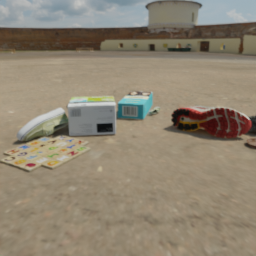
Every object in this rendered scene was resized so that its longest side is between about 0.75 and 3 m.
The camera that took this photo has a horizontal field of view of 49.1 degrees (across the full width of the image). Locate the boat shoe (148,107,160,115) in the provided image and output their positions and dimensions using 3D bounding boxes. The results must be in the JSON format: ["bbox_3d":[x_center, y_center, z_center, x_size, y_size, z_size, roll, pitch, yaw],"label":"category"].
[{"bbox_3d":[1.274,-0.776,13.055,0.758,0.273,0.235,-27,16,-38],"label":"boat shoe"}]

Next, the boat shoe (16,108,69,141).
[{"bbox_3d":[-2.979,-0.056,10.140,0.682,0.791,2.198,48,44,4],"label":"boat shoe"}]

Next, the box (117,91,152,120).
[{"bbox_3d":[0.409,-1.141,13.478,1.199,0.716,2.915,4,18,11],"label":"box"}]

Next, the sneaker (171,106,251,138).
[{"bbox_3d":[3.134,-0.392,10.548,2.858,1.113,1.174,13,21,33],"label":"sneaker"}]

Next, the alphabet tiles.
[{"bbox_3d":[-2.516,0.720,8.776,2.094,0.080,2.516,11,21,30],"label":"alphabet tiles"}]

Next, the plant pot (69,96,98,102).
[{"bbox_3d":[-1.975,-1.317,14.707,2.217,0.305,2.217,0,17,0],"label":"plant pot"}]

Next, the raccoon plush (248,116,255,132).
[{"bbox_3d":[4.794,-0.087,10.774,1.046,0.755,1.561,1,-11,46],"label":"raccoon plush"}]

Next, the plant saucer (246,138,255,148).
[{"bbox_3d":[4.316,0.534,9.276,0.775,0.134,0.775,1,17,0],"label":"plant saucer"}]

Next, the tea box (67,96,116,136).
[{"bbox_3d":[-1.362,-0.509,10.799,1.728,1.154,1.700,-2,17,-6],"label":"tea box"}]
